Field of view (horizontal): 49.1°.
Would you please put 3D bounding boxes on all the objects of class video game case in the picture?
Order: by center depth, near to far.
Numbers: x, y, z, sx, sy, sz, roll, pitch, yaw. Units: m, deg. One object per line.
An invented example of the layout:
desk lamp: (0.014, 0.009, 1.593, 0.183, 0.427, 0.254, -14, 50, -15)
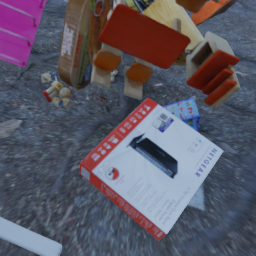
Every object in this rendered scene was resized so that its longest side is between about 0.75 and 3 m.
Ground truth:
video game case: (-1.598, 1.183, 3.367, 1.675, 1.527, 0.184, 25, 61, -3)

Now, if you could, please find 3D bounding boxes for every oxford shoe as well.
oxford shoe: (2.274, -3.094, 7.417, 0.490, 1.344, 0.479, 17, 53, -49)

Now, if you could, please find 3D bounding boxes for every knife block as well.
knife block: (1.141, -2.872, 7.208, 2.716, 2.385, 0.869, 14, -5, 44)

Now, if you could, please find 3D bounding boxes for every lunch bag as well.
lunch bag: (1.395, -0.331, 8.304, 1.273, 0.599, 0.958, -7, 39, 6)

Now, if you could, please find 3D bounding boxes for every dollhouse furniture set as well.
dollhouse furniture set: (0.779, -1.448, 5.246, 2.592, 2.620, 1.350, 17, 52, -22)

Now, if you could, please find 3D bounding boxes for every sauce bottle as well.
sauce bottle: (-0.128, -3.882, 8.985, 1.938, 0.627, 0.627, -31, 47, -29)

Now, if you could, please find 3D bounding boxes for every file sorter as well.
file sorter: (-3.489, -3.356, 7.971, 1.901, 2.735, 1.715, 17, 5, -23)

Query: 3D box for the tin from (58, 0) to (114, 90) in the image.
tin: (-0.964, -2.015, 6.297, 0.501, 2.394, 1.340, 25, 33, 9)

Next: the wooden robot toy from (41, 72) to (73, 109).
wooden robot toy: (-1.458, -0.708, 6.057, 0.506, 1.116, 0.492, 29, 66, 29)

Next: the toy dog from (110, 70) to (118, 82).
toy dog: (-0.644, -2.065, 10.668, 0.515, 0.376, 0.780, 0, 37, -1)

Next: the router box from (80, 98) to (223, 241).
router box: (0.395, 0.531, 4.411, 1.549, 0.422, 1.726, 36, 58, 14)

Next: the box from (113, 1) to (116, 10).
box: (-0.600, -2.710, 7.377, 0.782, 0.546, 1.027, -17, 83, -9)
